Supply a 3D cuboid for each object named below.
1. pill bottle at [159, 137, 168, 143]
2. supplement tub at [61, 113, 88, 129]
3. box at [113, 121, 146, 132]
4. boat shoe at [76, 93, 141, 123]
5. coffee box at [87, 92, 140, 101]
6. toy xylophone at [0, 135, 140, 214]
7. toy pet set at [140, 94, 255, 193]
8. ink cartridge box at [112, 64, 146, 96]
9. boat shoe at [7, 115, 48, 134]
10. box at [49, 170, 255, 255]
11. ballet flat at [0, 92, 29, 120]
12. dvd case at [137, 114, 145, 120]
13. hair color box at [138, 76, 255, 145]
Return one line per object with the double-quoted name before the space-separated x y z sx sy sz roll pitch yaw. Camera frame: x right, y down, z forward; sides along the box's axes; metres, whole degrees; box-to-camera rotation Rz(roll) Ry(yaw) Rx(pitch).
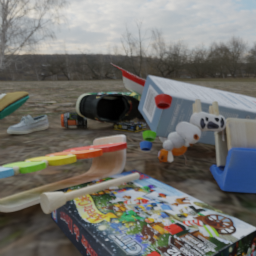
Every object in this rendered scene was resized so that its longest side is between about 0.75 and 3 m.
"pill bottle" 1.297 0.038 7.308 0.674 0.674 1.178 6 13 28
"supplement tub" -1.723 -0.238 9.053 0.843 0.517 0.517 -1 12 -7
"box" 0.050 -0.058 8.967 0.857 0.211 0.684 8 13 34
"boat shoe" -0.343 -0.609 9.251 0.893 1.043 2.851 12 8 39
"coffee box" -0.874 -1.602 15.335 2.841 0.625 1.747 3 12 14
"toy xylophone" -0.935 0.595 3.963 1.813 0.622 2.477 -10 1 40
"toy pet set" 1.206 0.501 4.617 1.925 1.095 2.062 5 -24 -1
"ink cartridge box" 0.525 -1.326 9.649 1.827 0.569 2.271 32 9 31
"boat shoe" -3.063 -0.139 8.592 0.499 0.509 1.431 7 14 31
"box" 0.132 1.060 3.143 1.370 0.378 2.007 -8 14 -35
"ballet flat" -3.395 -0.379 6.852 2.158 0.680 0.741 -50 10 -33
"dvd case" 1.912 -0.505 10.831 2.581 0.319 1.940 7 14 29
"hair color box" 1.884 -0.297 6.290 2.996 0.908 1.483 8 24 -16
